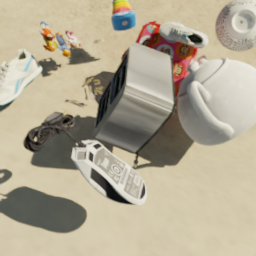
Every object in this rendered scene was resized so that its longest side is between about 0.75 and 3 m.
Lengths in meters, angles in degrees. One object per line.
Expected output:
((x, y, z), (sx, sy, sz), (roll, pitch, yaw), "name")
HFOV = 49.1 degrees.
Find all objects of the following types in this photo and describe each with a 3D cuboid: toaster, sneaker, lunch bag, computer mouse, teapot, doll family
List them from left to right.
((-3.817, -1.611, 9.080), (0.884, 0.933, 2.310), (0, 47, 30), "sneaker")
((-2.341, -2.840, 9.416), (1.554, 0.700, 0.965), (3, 50, -43), "doll family")
((-0.713, 0.723, 5.437), (2.524, 0.554, 1.384), (41, 25, -7), "computer mouse")
((0.147, -0.596, 6.881), (1.332, 2.029, 2.244), (19, 48, -17), "toaster")
((0.809, -1.927, 8.709), (2.135, 2.424, 0.993), (25, 12, 9), "lunch bag")
((1.494, -2.555, 7.637), (1.403, 0.526, 0.608), (18, 19, 11), "sneaker")
((2.247, -0.909, 7.451), (2.630, 2.665, 1.946), (-44, 101, -14), "teapot")

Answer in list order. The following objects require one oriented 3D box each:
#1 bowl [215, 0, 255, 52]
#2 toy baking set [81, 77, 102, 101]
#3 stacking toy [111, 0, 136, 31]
((3.277, -2.986, 8.028), (1.520, 1.520, 0.713), (17, 16, 13), "bowl")
((-1.158, -1.197, 8.759), (0.778, 0.597, 0.091), (-31, 15, 22), "toy baking set")
((-0.250, -4.102, 9.474), (0.840, 0.794, 1.447), (-12, 70, 0), "stacking toy")
